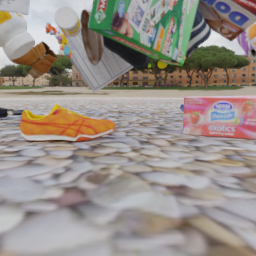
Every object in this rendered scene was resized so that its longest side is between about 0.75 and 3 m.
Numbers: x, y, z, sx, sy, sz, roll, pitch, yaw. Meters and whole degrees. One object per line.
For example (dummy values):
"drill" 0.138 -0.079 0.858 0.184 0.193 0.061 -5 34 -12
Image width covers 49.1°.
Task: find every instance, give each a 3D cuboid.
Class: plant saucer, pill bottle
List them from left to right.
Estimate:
"pill bottle" -3.879 -3.266 8.414 1.271 2.254 1.271 -36 9 7
"pill bottle" -1.324 -2.352 6.320 0.502 0.502 0.890 0 3 -2
"plant saucer" -1.045 -2.623 8.169 0.254 1.583 1.583 -17 13 -19

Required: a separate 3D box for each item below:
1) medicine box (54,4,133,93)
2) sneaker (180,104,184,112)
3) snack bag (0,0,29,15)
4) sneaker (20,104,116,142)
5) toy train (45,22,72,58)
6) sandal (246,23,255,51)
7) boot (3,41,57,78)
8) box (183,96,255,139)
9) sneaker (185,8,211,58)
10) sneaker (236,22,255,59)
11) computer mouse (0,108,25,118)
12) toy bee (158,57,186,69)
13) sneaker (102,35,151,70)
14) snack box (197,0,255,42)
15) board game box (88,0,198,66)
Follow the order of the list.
"medicine box" -1.006 -3.394 11.158 2.893 2.635 1.489 -35 35 -4
"sneaker" 3.355 -1.014 13.057 1.941 0.761 0.731 5 8 35
"snack bag" -3.026 -3.507 7.301 0.979 1.039 0.111 -10 39 -40
"sneaker" -1.310 -0.117 6.175 2.086 0.805 0.761 0 6 -9
"toy train" -2.116 -2.551 8.362 0.308 1.108 0.832 -28 -10 27
"sandal" 3.799 -2.078 7.373 0.641 1.672 0.479 -35 6 9
"boot" -3.388 -2.590 9.728 1.275 1.643 0.630 -31 24 33
"box" 2.396 -0.307 6.884 1.906 0.978 0.902 5 9 28
"sneaker" 0.866 -2.196 6.280 1.209 0.781 2.229 40 -10 -28
"sneaker" 3.696 -3.099 8.253 0.858 1.351 2.369 -16 -38 17
"computer mouse" -4.763 -0.490 10.427 2.165 0.498 1.520 4 5 -37
"toy bee" 1.526 -2.680 10.109 1.117 1.345 2.054 40 38 4
"sneaker" -0.170 -2.994 10.202 0.885 2.468 1.022 -44 4 19
"snack box" 1.167 -2.817 5.598 2.926 0.356 1.052 30 -10 -4
"board game box" 0.487 -2.327 3.621 0.387 2.661 1.791 17 8 35
